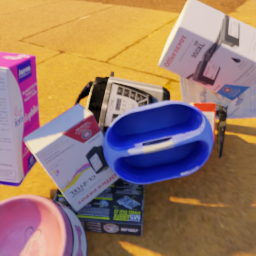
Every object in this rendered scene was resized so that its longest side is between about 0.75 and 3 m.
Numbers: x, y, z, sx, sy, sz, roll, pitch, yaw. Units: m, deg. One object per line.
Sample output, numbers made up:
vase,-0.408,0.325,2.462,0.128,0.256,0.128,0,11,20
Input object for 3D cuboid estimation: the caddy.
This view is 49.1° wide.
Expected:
caddy,0.693,0.326,6.707,2.551,1.804,1.339,-13,10,5

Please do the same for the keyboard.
keyboard,2.782,-0.050,8.732,0.517,1.357,2.607,7,14,17

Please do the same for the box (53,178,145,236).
box,-0.764,1.920,7.858,2.445,0.541,1.959,3,39,4

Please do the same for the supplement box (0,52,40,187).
supplement box,-3.134,-0.249,6.805,1.515,2.932,1.484,6,26,4

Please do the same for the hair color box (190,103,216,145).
hair color box,2.260,-0.157,9.131,0.718,1.245,2.246,2,2,6

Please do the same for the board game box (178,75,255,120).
board game box,3.254,-1.592,9.888,2.757,2.770,0.601,-1,32,21

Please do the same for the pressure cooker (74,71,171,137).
pressure cooker,-0.310,-0.245,8.658,2.866,2.560,2.521,11,27,0

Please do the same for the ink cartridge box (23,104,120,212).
ink cartridge box,-1.241,0.748,6.835,1.542,2.117,0.876,-37,38,-18

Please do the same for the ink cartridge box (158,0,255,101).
ink cartridge box,2.461,-2.148,8.117,2.690,1.945,1.133,25,68,-1

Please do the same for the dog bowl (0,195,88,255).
dog bowl,-2.278,2.647,6.047,2.647,0.976,2.647,-3,53,4
